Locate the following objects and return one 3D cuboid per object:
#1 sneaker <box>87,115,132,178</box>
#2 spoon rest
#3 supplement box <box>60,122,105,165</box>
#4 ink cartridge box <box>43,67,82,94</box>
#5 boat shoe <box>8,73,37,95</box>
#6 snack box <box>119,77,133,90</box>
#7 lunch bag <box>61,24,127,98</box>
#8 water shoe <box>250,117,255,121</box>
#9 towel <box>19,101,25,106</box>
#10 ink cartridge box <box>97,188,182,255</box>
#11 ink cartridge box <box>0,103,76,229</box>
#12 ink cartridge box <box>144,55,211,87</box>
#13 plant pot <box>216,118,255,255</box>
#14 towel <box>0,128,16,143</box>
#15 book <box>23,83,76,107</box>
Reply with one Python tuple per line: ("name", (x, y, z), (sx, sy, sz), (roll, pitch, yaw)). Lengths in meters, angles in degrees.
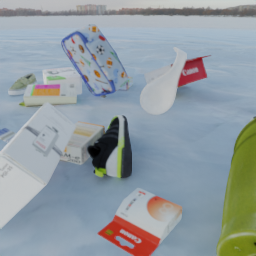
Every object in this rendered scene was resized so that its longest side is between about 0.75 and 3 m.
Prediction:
("sneaker", (-0.508, 0.355, 7.058), (1.040, 0.901, 2.511), (-2, 24, -4))
("spoon rest", (1.275, -1.557, 9.595), (1.197, 2.409, 0.730), (23, 14, -15))
("supplement box", (-1.290, 0.362, 7.492), (0.864, 0.504, 1.372), (11, 27, 19))
("ink cartridge box", (-2.996, -2.100, 12.602), (1.422, 0.821, 1.955), (-9, 26, -20))
("boat shoe", (-4.774, -1.982, 12.614), (0.701, 0.604, 1.946), (4, 24, 8))
("snack box", (-0.645, -2.160, 13.253), (1.524, 0.404, 1.084), (7, 25, 15))
("lunch bag", (-1.367, -2.519, 11.068), (1.066, 2.821, 2.261), (-41, 24, -27))
("water shoe", (4.911, -0.381, 8.839), (1.971, 0.778, 0.705), (2, 24, 4))
("towel", (-3.761, -1.100, 11.239), (0.824, 0.131, 1.147), (4, 24, 6))
("ink cartridge box", (0.224, 1.625, 4.969), (1.021, 0.316, 1.259), (17, 27, 34))
("ink cartridge box", (-2.013, 0.640, 5.418), (0.877, 1.552, 2.119), (41, 22, -16))
("ink cartridge box", (2.262, -2.288, 11.999), (2.328, 0.976, 2.044), (-22, 8, -40))
("plant pot", (2.337, 1.222, 3.953), (2.296, 2.296, 2.211), (16, 41, 31))
("towel", (-3.107, 0.294, 7.560), (0.862, 0.103, 0.633), (26, 16, -1))
("book", (-3.006, -1.367, 11.002), (1.904, 0.458, 1.272), (-3, 35, -9))
